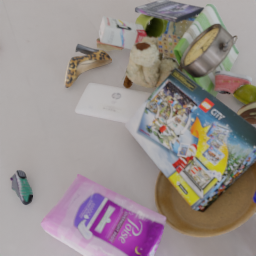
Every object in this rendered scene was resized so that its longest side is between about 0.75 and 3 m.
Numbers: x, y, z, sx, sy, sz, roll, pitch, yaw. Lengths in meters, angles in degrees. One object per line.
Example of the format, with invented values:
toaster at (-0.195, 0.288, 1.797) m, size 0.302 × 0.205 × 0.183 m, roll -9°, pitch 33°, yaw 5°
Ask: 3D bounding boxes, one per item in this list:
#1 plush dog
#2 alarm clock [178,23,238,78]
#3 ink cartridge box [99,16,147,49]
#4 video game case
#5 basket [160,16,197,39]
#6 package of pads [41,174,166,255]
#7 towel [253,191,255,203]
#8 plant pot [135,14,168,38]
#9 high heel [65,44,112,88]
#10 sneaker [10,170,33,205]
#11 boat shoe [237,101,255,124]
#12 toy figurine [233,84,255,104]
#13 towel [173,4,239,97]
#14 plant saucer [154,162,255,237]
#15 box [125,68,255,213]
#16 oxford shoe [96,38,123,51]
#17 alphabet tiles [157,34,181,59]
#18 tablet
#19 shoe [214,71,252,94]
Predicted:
plush dog at (0.939, -1.677, 8.617) m, size 1.846 × 1.725 × 2.150 m, roll 24°, pitch 26°, yaw 3°
alarm clock at (2.076, -1.920, 7.018) m, size 0.682 × 2.047 × 1.381 m, roll 36°, pitch 86°, yaw -13°
ink cartridge box at (-0.208, -3.302, 9.814) m, size 1.478 × 0.612 × 1.077 m, roll 8°, pitch 37°, yaw -16°
video game case at (1.464, -4.220, 10.024) m, size 1.468 × 0.195 × 2.055 m, roll -29°, pitch 45°, yaw -28°
basket at (1.983, -3.247, 9.925) m, size 1.589 × 1.254 × 1.802 m, roll 11°, pitch 47°, yaw 12°
package of pads at (-0.492, 2.056, 5.868) m, size 2.282 × 0.863 × 1.375 m, roll 23°, pitch 55°, yaw 17°
towel at (3.321, 0.970, 4.773) m, size 1.617 × 0.543 × 2.190 m, roll 35°, pitch 48°, yaw 24°
plant pot at (0.828, -3.869, 10.678) m, size 1.113 × 1.113 × 1.023 m, roll -22°, pitch 43°, yaw -17°
high heel at (-1.313, -1.939, 9.302) m, size 1.290 × 0.646 × 1.810 m, roll 18°, pitch 65°, yaw -6°
sneaker at (-2.590, 1.490, 6.744) m, size 0.400 × 0.340 × 0.914 m, roll -38°, pitch 58°, yaw 18°
boat shoe at (3.640, -0.287, 7.147) m, size 0.829 × 2.246 × 0.831 m, roll 9°, pitch 75°, yaw -17°
toy figurine at (4.364, -1.028, 7.651) m, size 1.468 × 1.667 × 2.783 m, roll -23°, pitch 46°, yaw -16°
towel at (2.545, -2.434, 9.024) m, size 0.444 × 2.160 × 2.895 m, roll -10°, pitch 35°, yaw 50°
plant saucer at (1.790, 1.265, 6.211) m, size 2.505 × 0.444 × 2.505 m, roll -25°, pitch 37°, yaw 21°
box at (1.412, 0.136, 6.604) m, size 2.039 × 0.563 × 2.986 m, roll -48°, pitch 48°, yaw 10°
oxford shoe at (-0.658, -2.992, 10.272) m, size 1.024 × 0.378 × 0.363 m, roll 18°, pitch 48°, yaw 7°
alphabet tiles at (1.293, -2.496, 8.535) m, size 0.804 × 0.031 × 0.966 m, roll 4°, pitch 61°, yaw -6°
tablet at (-0.424, -0.789, 8.659) m, size 2.120 × 0.145 × 1.380 m, roll 12°, pitch 52°, yaw 9°
shoe at (3.216, -1.327, 8.618) m, size 1.377 × 0.492 × 0.626 m, roll 6°, pitch 89°, yaw -25°
